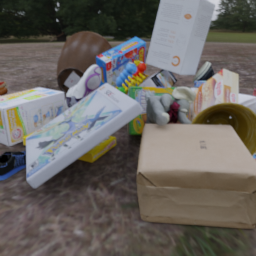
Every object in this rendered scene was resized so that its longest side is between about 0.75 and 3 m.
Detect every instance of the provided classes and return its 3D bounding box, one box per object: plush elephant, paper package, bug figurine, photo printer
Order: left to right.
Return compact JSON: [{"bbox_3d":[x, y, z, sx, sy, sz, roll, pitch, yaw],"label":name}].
[{"bbox_3d":[-0.148,-1.516,9.907,0.726,2.188,2.822,41,18,0],"label":"bug figurine"},{"bbox_3d":[1.021,-0.351,6.637,1.129,1.201,1.458,1,49,-9],"label":"plush elephant"},{"bbox_3d":[1.217,0.779,5.398,2.034,1.104,2.134,2,22,5],"label":"paper package"},{"bbox_3d":[2.576,-0.704,9.389,2.737,0.950,2.277,17,25,41],"label":"photo printer"}]

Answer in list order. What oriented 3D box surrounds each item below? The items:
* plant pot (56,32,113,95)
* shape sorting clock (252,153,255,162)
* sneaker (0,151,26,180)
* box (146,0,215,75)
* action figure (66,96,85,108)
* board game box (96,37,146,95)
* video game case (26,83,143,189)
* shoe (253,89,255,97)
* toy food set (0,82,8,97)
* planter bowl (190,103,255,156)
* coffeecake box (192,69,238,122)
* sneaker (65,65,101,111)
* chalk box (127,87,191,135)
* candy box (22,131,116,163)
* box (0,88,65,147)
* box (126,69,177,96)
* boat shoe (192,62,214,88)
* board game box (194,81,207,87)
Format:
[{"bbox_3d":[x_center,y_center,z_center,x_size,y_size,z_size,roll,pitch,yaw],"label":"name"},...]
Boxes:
[{"bbox_3d":[-2.094,-2.615,12.689,2.717,2.717,2.907,2,33,5],"label":"plant pot"},{"bbox_3d":[3.707,0.948,5.904,2.158,0.423,2.158,0,21,0],"label":"shape sorting clock"},{"bbox_3d":[-2.616,0.717,6.435,0.426,0.473,1.214,6,22,16],"label":"sneaker"},{"bbox_3d":[1.807,-3.251,9.862,1.526,2.454,1.196,27,23,33],"label":"box"},{"bbox_3d":[-1.224,-0.825,8.344,1.180,0.409,0.768,-15,-9,-4],"label":"action figure"},{"bbox_3d":[-0.233,-2.193,11.029,2.026,2.069,0.578,-35,56,-27],"label":"board game box"},{"bbox_3d":[-1.163,-0.028,6.321,2.569,0.283,2.342,-36,26,-6],"label":"video game case"},{"bbox_3d":[5.909,-1.451,12.139,0.946,0.430,0.338,14,25,33],"label":"shoe"},{"bbox_3d":[-5.249,-1.084,10.618,1.564,0.387,2.460,-12,33,10],"label":"toy food set"},{"bbox_3d":[2.179,0.060,6.501,1.608,1.608,0.670,3,26,7],"label":"planter bowl"},{"bbox_3d":[2.221,-0.726,7.241,0.482,1.013,1.319,15,-22,-16],"label":"coffeecake box"},{"bbox_3d":[-1.676,-1.369,9.769,0.988,1.984,0.743,27,-4,36],"label":"sneaker"},{"bbox_3d":[0.594,-0.499,8.055,2.153,1.339,1.333,0,6,0],"label":"chalk box"},{"bbox_3d":[-1.595,0.363,7.602,2.292,0.303,1.172,10,26,25],"label":"candy box"},{"bbox_3d":[-3.107,-0.422,8.501,1.230,1.109,2.188,13,25,31],"label":"box"},{"bbox_3d":[0.823,-1.379,10.442,1.514,0.780,2.596,-35,5,29],"label":"box"},{"bbox_3d":[3.192,-1.879,11.434,0.841,1.008,2.701,39,-1,17],"label":"boat shoe"},{"bbox_3d":[3.012,-1.542,9.936,0.979,0.237,1.295,-1,10,-4],"label":"board game box"}]
